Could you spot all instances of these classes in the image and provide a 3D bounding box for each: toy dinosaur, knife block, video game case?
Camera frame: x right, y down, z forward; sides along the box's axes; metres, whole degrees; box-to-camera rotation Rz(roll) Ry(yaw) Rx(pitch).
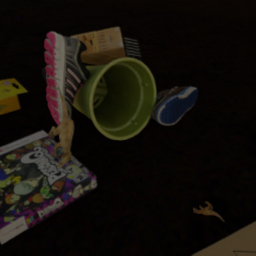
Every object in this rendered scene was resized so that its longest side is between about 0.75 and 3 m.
[{"bbox_3d":[-1.743,0.094,7.733,0.678,1.178,2.329,8,59,-31],"label":"toy dinosaur"},{"bbox_3d":[1.978,2.046,6.840,0.750,0.227,0.398,7,58,19],"label":"toy dinosaur"},{"bbox_3d":[-0.729,-2.718,10.392,2.495,2.190,0.798,-11,77,1],"label":"knife block"},{"bbox_3d":[-2.754,1.315,7.584,2.636,0.521,2.908,-26,42,-34],"label":"video game case"}]

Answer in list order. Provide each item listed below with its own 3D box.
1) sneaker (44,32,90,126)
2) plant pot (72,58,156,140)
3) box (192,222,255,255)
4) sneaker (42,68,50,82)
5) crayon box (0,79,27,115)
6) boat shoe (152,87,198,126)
[{"bbox_3d":[-1.812,-1.421,8.782,1.307,2.988,1.102,-10,24,-32],"label":"sneaker"},{"bbox_3d":[-0.823,-1.171,9.819,2.662,2.662,2.448,-25,29,-32],"label":"plant pot"},{"bbox_3d":[2.440,3.063,5.198,2.836,0.302,2.318,-16,37,-21],"label":"box"},{"bbox_3d":[-2.837,-2.373,12.918,2.276,0.841,0.921,12,29,5],"label":"sneaker"},{"bbox_3d":[-5.448,-1.079,10.971,2.681,0.681,1.702,-23,40,-29],"label":"crayon box"},{"bbox_3d":[1.573,-0.881,10.529,1.046,1.044,2.889,17,28,31],"label":"boat shoe"}]
